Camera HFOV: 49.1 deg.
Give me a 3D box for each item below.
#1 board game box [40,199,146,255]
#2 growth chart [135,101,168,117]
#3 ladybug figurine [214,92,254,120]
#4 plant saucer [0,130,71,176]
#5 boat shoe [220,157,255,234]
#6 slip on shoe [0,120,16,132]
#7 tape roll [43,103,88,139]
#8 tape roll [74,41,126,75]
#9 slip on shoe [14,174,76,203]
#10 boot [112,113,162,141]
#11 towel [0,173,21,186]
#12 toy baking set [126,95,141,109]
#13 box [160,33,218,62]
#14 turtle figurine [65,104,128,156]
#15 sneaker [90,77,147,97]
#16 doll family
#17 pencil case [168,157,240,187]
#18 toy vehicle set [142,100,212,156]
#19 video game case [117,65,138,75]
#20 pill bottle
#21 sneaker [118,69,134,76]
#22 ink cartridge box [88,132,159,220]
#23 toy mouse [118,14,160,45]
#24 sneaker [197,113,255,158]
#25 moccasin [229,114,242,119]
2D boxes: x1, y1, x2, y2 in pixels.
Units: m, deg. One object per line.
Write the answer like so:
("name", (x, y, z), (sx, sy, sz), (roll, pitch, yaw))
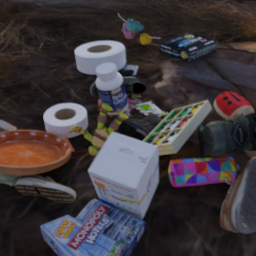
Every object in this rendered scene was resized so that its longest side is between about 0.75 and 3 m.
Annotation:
("board game box", (-0.857, 2.374, 6.210), (1.910, 0.589, 1.911), (19, 40, 23))
("growth chart", (0.867, -0.688, 10.840), (0.847, 0.104, 1.171), (-21, 42, -26))
("ladybug figurine", (3.978, -0.816, 10.530), (1.272, 0.674, 1.875), (-12, 38, -16))
("plant saucer", (-2.988, 0.700, 8.142), (2.618, 0.423, 2.618), (7, 19, -2))
("boat shoe", (2.860, 1.594, 6.965), (0.872, 0.827, 2.304), (48, 52, -3))
("slip on shoe", (-5.086, -0.017, 9.392), (2.681, 1.019, 0.812), (13, 77, 4))
("tape roll", (-2.201, -0.283, 9.928), (1.516, 0.530, 1.516), (0, 36, 0))
("tape roll", (-1.374, -3.551, 14.001), (2.503, 0.875, 2.503), (-3, 33, 2))
("slip on shoe", (-2.125, 1.532, 7.378), (1.705, 0.648, 0.517), (3, 40, 18))
("boot", (0.449, -0.162, 9.683), (1.699, 0.588, 1.479), (37, 42, 19))
("towel", (-3.725, 1.069, 8.249), (1.713, 0.313, 1.271), (10, 36, 14))
("toy baking set", (0.046, -1.192, 11.501), (0.997, 0.151, 1.299), (0, 36, 0))
("box", (3.406, -4.577, 15.776), (2.591, 0.596, 2.060), (-27, 44, -32))
("turtle figurine", (-0.676, 0.247, 8.263), (2.067, 1.667, 0.666), (31, 10, 5))
("sneaker", (-0.388, -1.622, 11.155), (2.134, 0.798, 1.134), (-13, 20, -16))
("doll family", (-0.558, -0.815, 10.165), (1.520, 0.944, 0.685), (19, 23, -38))
("pencil case", (2.046, 1.210, 7.670), (1.861, 0.822, 0.822), (-2, 36, -2))
("toy vehicle set", (1.412, 0.020, 8.586), (1.490, 0.318, 2.397), (-15, 22, 49))
("video game case", (-0.166, -2.881, 13.850), (1.201, 0.108, 0.860), (6, 39, 8))
("pill bottle", (-0.517, -1.185, 8.521), (0.824, 1.484, 0.824), (-7, 43, 7))
("sneaker", (-0.094, -2.610, 13.191), (0.775, 0.296, 0.444), (-7, -2, -7))
("ink cartridge box", (-0.030, 1.170, 6.747), (1.222, 1.660, 1.201), (16, 54, 20))
("toy mouse", (0.213, -5.621, 16.235), (0.529, 2.427, 2.731), (-59, 27, -5))
("sneaker", (2.813, 0.249, 7.840), (1.623, 1.083, 2.833), (-6, -6, 3))
("moccasin", (3.581, 0.174, 8.474), (0.539, 0.511, 1.396), (-21, 65, -22))
